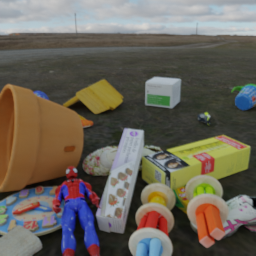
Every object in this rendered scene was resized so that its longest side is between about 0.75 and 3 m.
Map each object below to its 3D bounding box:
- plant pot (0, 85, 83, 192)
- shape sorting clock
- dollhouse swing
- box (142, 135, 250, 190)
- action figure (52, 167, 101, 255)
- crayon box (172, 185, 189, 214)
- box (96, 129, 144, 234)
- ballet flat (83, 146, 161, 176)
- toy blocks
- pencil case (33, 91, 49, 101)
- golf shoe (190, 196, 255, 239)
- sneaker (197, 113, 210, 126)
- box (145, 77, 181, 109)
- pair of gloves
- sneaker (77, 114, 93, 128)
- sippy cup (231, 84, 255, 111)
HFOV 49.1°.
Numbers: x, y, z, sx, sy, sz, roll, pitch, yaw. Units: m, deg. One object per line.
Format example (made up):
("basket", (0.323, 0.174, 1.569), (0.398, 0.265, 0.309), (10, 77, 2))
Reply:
("plant pot", (-2.314, 0.313, 7.108), (1.774, 2.535, 2.535), (7, 13, -36))
("shape sorting clock", (-1.963, 1.706, 5.982), (1.821, 0.357, 1.821), (0, 21, 0))
("dollhouse swing", (-1.709, -1.185, 13.607), (1.918, 1.855, 2.110), (44, 25, -2))
("box", (1.848, 0.937, 7.480), (2.883, 0.722, 1.085), (-10, 23, -26))
("action figure", (-1.005, 1.612, 5.469), (0.898, 0.709, 2.745), (-9, 27, -13))
("crayon box", (1.472, 1.661, 6.249), (0.643, 0.257, 1.012), (-13, 25, -32))
("box", (-0.096, 1.054, 6.369), (0.517, 0.553, 2.671), (6, 40, 10))
("ballet flat", (-0.087, 0.792, 7.620), (2.276, 0.861, 0.727), (-6, -23, -15))
("toy blocks", (0.913, 1.738, 4.917), (1.730, 0.754, 2.075), (-13, 17, 16))
("pencil case", (-4.461, -0.978, 12.243), (1.011, 0.908, 2.327), (28, 26, 6))
("golf shoe", (2.070, 1.642, 5.517), (1.779, 0.819, 0.646), (-6, 25, -11))
("sneaker", (3.098, -0.341, 11.449), (0.445, 0.406, 1.100), (-4, 13, 8))
("box", (1.743, -1.773, 13.939), (1.417, 1.220, 1.424), (9, 23, 23))
("pair of gloves", (-2.891, 2.224, 4.557), (2.413, 0.423, 2.052), (8, 26, 27))
("sneaker", (-1.985, -0.290, 11.081), (1.288, 0.497, 0.470), (10, 21, 20))
("sippy cup", (5.645, -1.373, 13.260), (1.063, 1.139, 1.451), (-31, 26, -36))
